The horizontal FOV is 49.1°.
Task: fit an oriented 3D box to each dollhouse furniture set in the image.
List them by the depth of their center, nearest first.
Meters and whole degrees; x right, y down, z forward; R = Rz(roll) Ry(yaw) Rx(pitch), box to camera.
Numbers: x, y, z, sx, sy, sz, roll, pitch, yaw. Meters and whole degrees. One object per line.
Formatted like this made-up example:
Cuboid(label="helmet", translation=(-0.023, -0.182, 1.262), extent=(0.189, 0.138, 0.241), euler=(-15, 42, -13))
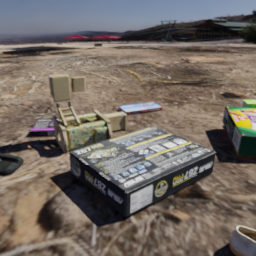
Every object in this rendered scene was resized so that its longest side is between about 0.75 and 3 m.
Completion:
Cuboid(label="dollhouse furniture set", translation=(-1.038, -0.641, 8.956), extent=(2.529, 2.237, 1.406), euler=(-11, 25, -24))

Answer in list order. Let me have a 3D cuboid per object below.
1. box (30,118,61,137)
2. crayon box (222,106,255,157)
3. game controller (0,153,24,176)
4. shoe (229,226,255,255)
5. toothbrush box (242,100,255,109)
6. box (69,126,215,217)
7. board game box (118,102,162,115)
Cuboid(label="box", translation=(-2.930, -0.038, 10.172), extent=(0.934, 0.236, 1.306), euler=(-1, 23, -4))
Cuboid(label="crayon box", translation=(4.366, 0.086, 8.960), extent=(2.135, 0.721, 2.474), euler=(4, 25, 6))
Cuboid(label="game controller", translation=(-3.632, 0.966, 7.661), extent=(1.452, 0.306, 0.757), euler=(6, 37, 16))
Cuboid(label="shoe", translation=(2.533, 2.079, 4.459), extent=(1.778, 0.475, 0.622), euler=(14, 25, 31))
Cuboid(label="toothbrush box", translation=(4.912, -0.505, 10.367), extent=(1.304, 0.950, 0.562), euler=(2, 21, 7))
Cuboid(label="box", translation=(0.358, 0.866, 7.200), extent=(2.971, 0.730, 2.395), euler=(-17, 28, -36))
Cuboid(label="board game box", translation=(0.526, -0.856, 12.324), extent=(1.720, 0.167, 0.885), euler=(-9, 24, -22))
